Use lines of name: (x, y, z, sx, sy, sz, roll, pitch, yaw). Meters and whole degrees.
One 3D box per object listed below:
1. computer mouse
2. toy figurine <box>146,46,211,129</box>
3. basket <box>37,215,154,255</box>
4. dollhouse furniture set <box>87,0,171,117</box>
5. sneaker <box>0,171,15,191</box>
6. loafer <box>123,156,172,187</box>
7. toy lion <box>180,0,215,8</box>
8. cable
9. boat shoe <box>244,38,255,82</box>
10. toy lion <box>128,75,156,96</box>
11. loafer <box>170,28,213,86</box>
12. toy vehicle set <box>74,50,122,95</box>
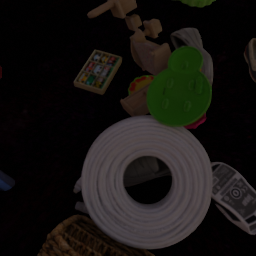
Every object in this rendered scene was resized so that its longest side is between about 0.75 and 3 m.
computer mouse: (2.844, 1.929, 6.663, 1.485, 0.594, 2.708, -38, 70, -17)
toy figurine: (1.374, -0.705, 6.667, 1.377, 1.688, 1.834, 8, 79, 23)
basket: (-0.630, 2.665, 5.591, 2.110, 1.506, 1.572, 25, 61, 15)
dollhouse furniture set: (0.195, -1.611, 6.996, 1.295, 2.925, 1.516, -33, 37, -8)
sneaker: (-3.969, 1.267, 6.913, 2.467, 0.912, 1.015, 10, 59, 15)
loafer: (0.529, 0.834, 7.101, 2.800, 0.977, 0.979, -9, 57, -6)
toy lion: (2.458, -5.954, 11.761, 2.452, 0.842, 2.351, -15, 66, -9)
cable: (0.400, 1.138, 6.270, 2.912, 1.008, 2.913, 26, 88, 5)
boat shoe: (4.393, -2.152, 9.301, 0.664, 0.584, 1.866, -4, 58, -5)
toy lion: (0.870, -1.219, 8.778, 1.590, 0.546, 1.524, -40, 57, -21)
loafer: (2.057, -2.289, 9.205, 0.974, 0.976, 2.792, -6, 49, -2)
toy vehicle set: (-0.979, -1.888, 9.342, 1.019, 0.217, 1.639, 18, 59, 11)
